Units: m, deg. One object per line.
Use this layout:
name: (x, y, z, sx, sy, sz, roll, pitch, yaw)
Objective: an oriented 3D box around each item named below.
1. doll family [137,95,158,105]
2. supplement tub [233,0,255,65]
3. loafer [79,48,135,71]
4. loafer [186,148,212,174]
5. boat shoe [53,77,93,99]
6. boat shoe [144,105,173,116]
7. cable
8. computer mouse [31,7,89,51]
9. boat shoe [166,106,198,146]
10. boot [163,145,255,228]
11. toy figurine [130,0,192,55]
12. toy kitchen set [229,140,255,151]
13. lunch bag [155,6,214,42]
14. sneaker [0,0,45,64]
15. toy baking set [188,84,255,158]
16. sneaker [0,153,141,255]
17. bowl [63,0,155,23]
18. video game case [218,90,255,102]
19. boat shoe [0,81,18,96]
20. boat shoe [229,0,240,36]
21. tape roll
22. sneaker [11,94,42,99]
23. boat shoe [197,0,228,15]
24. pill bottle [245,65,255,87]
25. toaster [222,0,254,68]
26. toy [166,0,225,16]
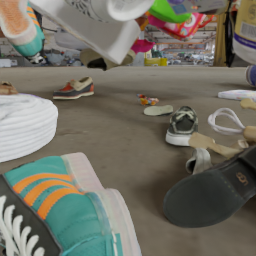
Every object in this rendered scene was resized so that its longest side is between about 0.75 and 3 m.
doll family: (0.733, -0.987, 10.501, 0.866, 0.390, 0.538, 12, 0, -27)
supplement tub: (2.792, -2.392, 4.199, 1.972, 2.713, 1.972, -1, 32, 0)
loafer: (-0.637, -2.162, 9.025, 1.817, 0.620, 0.687, -5, -28, -11)
loafer: (1.093, 0.570, 4.398, 0.367, 0.367, 1.051, 9, 16, 3)
boat shoe: (-2.388, -1.762, 12.419, 0.911, 0.801, 2.561, 10, 19, 26)
boat shoe: (0.952, -0.495, 8.756, 0.888, 0.319, 0.300, -4, -25, 11)
cable: (-2.830, -0.089, 5.794, 2.733, 0.946, 2.734, 8, 16, 32)
computer mouse: (-1.873, -3.166, 9.246, 2.898, 1.589, 0.636, 11, -3, -2)
boat shoe: (1.246, -0.101, 6.426, 0.690, 0.621, 1.952, 3, 15, 10)
boot: (1.249, 0.660, 3.566, 1.608, 0.557, 1.400, -30, -12, 9)
toy figurine: (0.497, -3.681, 9.200, 2.013, 2.681, 2.467, 3, -25, -25)
toy kitchen set: (2.152, 0.533, 4.712, 0.619, 0.684, 0.758, -2, -26, -21)
lunch bag: (2.045, -4.149, 9.711, 1.881, 2.135, 0.875, 32, 10, 13)
sneaker: (-1.302, -1.231, 3.383, 0.436, 0.488, 1.221, -22, 54, -5)
toy baking set: (2.163, 0.028, 4.523, 2.279, 0.265, 1.749, -35, 39, 15)
sneaker: (-0.666, 0.873, 2.331, 1.053, 0.941, 2.636, -8, 10, -18)
bowl: (-0.134, -2.470, 4.642, 2.124, 0.997, 2.124, -22, -22, -10)
video game case: (5.460, -1.333, 11.895, 1.834, 0.231, 2.561, -12, 19, -38)
boat shoe: (-5.196, -1.647, 12.072, 0.779, 0.738, 2.056, -4, 15, -16)
boat shoe: (2.626, -2.590, 6.403, 0.580, 1.852, 0.659, 0, -10, -13)
tape roll: (-1.181, -2.835, 7.069, 2.978, 1.041, 2.978, 33, 8, -5)
sneaker: (-3.312, -0.610, 7.995, 2.326, 0.809, 1.157, -1, 14, -4)
boat shoe: (2.074, -3.672, 6.566, 0.693, 2.138, 0.769, -17, 51, -14)
pill bottle: (7.612, -2.813, 14.909, 1.551, 1.551, 2.679, -2, 15, -7)
toaster: (3.732, -2.965, 8.907, 1.202, 2.026, 1.832, -1, -11, 13)
toy: (0.852, -3.457, 6.198, 1.558, 0.639, 2.705, 17, -21, 50)
